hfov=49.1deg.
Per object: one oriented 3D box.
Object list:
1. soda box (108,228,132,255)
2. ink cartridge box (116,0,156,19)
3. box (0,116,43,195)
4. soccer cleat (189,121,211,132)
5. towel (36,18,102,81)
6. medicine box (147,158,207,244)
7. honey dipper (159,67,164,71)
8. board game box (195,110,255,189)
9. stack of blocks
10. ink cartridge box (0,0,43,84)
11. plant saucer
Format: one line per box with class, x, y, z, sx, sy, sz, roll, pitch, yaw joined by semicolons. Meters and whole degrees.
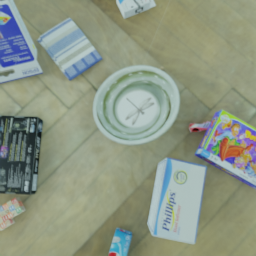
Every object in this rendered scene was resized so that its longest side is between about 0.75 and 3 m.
soda box;-0.361;4.036;8.662;0.535;0.566;1.668;16;80;3
ink cartridge box;0.303;-4.725;10.418;1.335;0.445;0.773;-24;80;-4
box;-4.016;0.880;9.273;2.049;0.557;2.558;1;79;0
soccer cleat;2.527;-0.002;9.537;0.916;0.305;0.350;-2;45;3
towel;-2.126;-2.861;10.170;1.512;0.245;2.058;-37;83;-9
medicine box;1.338;2.054;8.198;1.142;2.219;2.021;11;79;2
honey dipper;0.704;-1.956;10.016;1.232;0.234;0.234;-21;80;-7
board game box;3.670;0.751;9.145;2.473;0.554;1.663;29;80;-2
stack of blocks;-3.927;2.820;9.016;1.130;0.331;0.650;-31;81;-6
ink cartridge box;-4.471;-2.709;9.228;2.532;2.562;0.602;-12;45;3
plant saucer;0.279;-0.694;9.291;2.868;0.720;2.868;-5;67;12
